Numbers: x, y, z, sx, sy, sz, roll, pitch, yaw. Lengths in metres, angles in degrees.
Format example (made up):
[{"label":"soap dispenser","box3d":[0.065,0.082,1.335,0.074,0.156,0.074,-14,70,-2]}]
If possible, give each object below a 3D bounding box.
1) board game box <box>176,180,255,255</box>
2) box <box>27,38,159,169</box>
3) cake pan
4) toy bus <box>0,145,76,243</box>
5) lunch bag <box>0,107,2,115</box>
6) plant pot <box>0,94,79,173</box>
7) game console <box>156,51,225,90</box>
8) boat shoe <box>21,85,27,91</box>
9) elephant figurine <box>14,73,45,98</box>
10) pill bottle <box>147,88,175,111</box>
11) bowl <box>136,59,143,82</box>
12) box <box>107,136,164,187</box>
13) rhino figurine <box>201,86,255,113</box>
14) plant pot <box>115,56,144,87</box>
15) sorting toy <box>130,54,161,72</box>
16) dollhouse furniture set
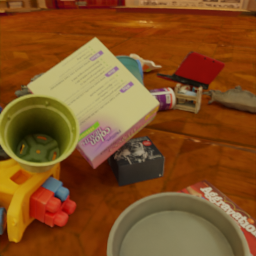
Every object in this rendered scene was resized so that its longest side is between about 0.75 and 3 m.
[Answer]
[{"label":"board game box","box3d":[2.165,2.121,6.567,1.180,0.223,2.292,-15,33,-27]},{"label":"box","box3d":[-0.846,-0.616,7.148,2.137,1.175,2.430,-40,78,-13]},{"label":"cake pan","box3d":[0.942,2.422,5.538,2.686,0.493,2.686,-4,32,3]},{"label":"toy bus","box3d":[-2.603,1.597,6.259,2.555,1.806,2.661,26,38,11]},{"label":"lunch bag","box3d":[-5.415,-0.324,9.401,1.602,1.645,2.421,21,34,30]},{"label":"plant pot","box3d":[-1.811,0.284,5.717,1.460,1.342,1.460,8,62,-15]},{"label":"game console","box3d":[2.818,-2.628,12.812,2.291,1.360,1.975,9,12,-33]},{"label":"boat shoe","box3d":[-4.756,-1.859,13.462,0.923,0.278,0.329,10,31,16]},{"label":"elephant figurine","box3d":[-3.972,-1.837,12.585,1.534,1.399,1.977,15,1,-36]},{"label":"pill bottle","box3d":[1.082,-1.141,11.594,1.566,0.880,0.880,-7,31,-13]},{"label":"bowl","box3d":[0.392,-2.573,13.295,0.258,1.312,1.312,-9,31,-12]},{"label":"box","box3d":[0.183,0.925,8.166,1.358,0.707,1.237,-10,32,-17]},{"label":"rhino figurine","box3d":[4.482,-1.270,11.897,2.798,0.836,1.223,14,33,26]},{"label":"plant pot","box3d":[-0.291,-1.268,10.479,2.056,2.056,1.932,-12,69,-20]},{"label":"sorting toy","box3d":[1.061,-3.605,16.083,1.478,0.877,1.642,-6,28,-26]},{"label":"dollhouse furniture set","box3d":[2.663,-1.455,12.001,1.030,1.024,1.461,13,32,22]}]
